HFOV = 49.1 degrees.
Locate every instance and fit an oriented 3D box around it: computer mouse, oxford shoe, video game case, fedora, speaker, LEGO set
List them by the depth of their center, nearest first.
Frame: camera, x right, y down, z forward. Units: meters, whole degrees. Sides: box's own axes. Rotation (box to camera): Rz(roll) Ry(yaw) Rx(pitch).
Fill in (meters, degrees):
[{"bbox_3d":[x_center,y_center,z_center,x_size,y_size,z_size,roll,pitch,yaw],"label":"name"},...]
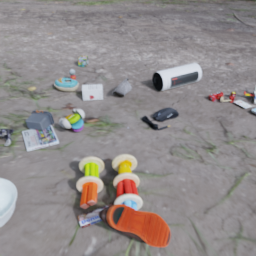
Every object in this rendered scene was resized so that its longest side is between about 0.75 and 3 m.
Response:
[{"bbox_3d":[0.202,2.303,6.683,0.720,1.986,0.707,-19,43,51],"label":"oxford shoe"},{"bbox_3d":[-3.382,0.369,10.749,1.163,0.147,1.276,-14,35,-20],"label":"video game case"},{"bbox_3d":[1.533,-0.440,11.731,1.702,0.392,1.195,-15,36,-20],"label":"computer mouse"},{"bbox_3d":[5.911,-1.285,12.892,1.711,0.562,2.290,-15,36,-27],"label":"LEGO set"},{"bbox_3d":[-0.221,-1.861,13.468,0.549,1.076,1.217,44,13,-6],"label":"fedora"},{"bbox_3d":[2.506,-2.615,14.407,2.514,1.021,1.021,-17,37,-24],"label":"speaker"}]

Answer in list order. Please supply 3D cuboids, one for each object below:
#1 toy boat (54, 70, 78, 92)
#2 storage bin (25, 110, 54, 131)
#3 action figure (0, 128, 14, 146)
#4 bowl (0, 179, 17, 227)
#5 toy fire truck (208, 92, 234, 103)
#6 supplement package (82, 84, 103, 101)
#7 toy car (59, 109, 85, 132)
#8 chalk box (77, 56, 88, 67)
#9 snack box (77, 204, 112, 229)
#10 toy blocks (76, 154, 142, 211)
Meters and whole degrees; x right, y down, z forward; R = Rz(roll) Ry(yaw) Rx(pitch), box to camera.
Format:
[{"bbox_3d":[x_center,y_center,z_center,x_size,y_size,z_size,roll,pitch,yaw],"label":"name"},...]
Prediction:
[{"bbox_3d":[-3.093,-2.430,14.405,1.280,0.708,1.523,7,35,11],"label":"toy boat"},{"bbox_3d":[-3.558,-0.291,11.128,0.961,0.699,0.645,7,37,20],"label":"storage bin"},{"bbox_3d":[-4.736,0.348,10.238,0.854,0.733,1.437,-11,-9,15],"label":"action figure"},{"bbox_3d":[-3.773,2.207,7.438,1.738,0.781,1.738,0,34,0],"label":"bowl"},{"bbox_3d":[4.415,-1.400,13.285,1.019,0.248,0.719,-14,40,-16],"label":"toy fire truck"},{"bbox_3d":[-1.708,-1.698,13.428,0.960,0.582,0.575,-4,34,-6],"label":"supplement package"},{"bbox_3d":[-2.108,-0.214,10.970,0.934,0.800,1.067,-38,18,-20],"label":"toy car"},{"bbox_3d":[-2.741,-3.976,16.905,0.491,0.495,0.792,5,33,7],"label":"chalk box"},{"bbox_3d":[-0.857,2.419,7.708,1.030,0.125,0.370,-15,37,-21],"label":"snack box"},{"bbox_3d":[-0.565,1.841,7.959,1.862,0.811,2.234,-4,40,-2],"label":"toy blocks"}]
